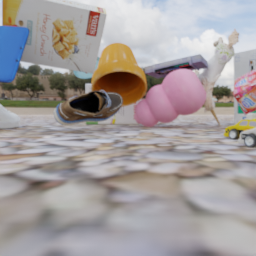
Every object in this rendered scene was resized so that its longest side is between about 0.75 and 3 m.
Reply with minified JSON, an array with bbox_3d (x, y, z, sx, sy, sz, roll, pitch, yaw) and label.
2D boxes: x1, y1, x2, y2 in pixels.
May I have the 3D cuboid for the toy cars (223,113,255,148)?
[{"bbox_3d":[2.107,0.013,4.307,0.947,0.468,2.112,0,3,8],"label":"toy cars"}]

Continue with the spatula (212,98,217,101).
[{"bbox_3d":[2.514,-1.102,10.070,1.196,0.096,0.832,3,24,1],"label":"spatula"}]

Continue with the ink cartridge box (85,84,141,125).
[{"bbox_3d":[-0.576,-0.923,11.086,2.153,1.559,0.904,0,3,-2],"label":"ink cartridge box"}]

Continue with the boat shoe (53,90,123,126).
[{"bbox_3d":[-0.778,-0.528,6.795,1.972,0.713,0.714,-23,-6,-42],"label":"boat shoe"}]

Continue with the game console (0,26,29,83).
[{"bbox_3d":[-2.882,-1.496,6.235,0.850,1.437,1.227,19,-25,-24],"label":"game console"}]

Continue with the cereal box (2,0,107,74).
[{"bbox_3d":[-1.831,-2.319,6.917,2.334,1.679,0.461,6,40,-16],"label":"cereal box"}]

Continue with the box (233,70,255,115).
[{"bbox_3d":[3.289,-0.985,7.550,0.633,0.661,1.325,-27,14,32],"label":"box"}]

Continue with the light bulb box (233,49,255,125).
[{"bbox_3d":[5.356,-1.440,10.357,2.650,2.673,1.668,-2,2,-36],"label":"light bulb box"}]

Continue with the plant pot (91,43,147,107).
[{"bbox_3d":[-0.325,-1.779,8.916,1.691,1.548,1.691,-4,-33,-2],"label":"plant pot"}]

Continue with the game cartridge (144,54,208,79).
[{"bbox_3d":[1.549,-1.925,8.989,1.810,0.347,1.173,-8,2,26],"label":"game cartridge"}]

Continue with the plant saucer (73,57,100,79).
[{"bbox_3d":[-1.628,-2.463,11.529,1.272,1.272,0.174,1,-31,15],"label":"plant saucer"}]

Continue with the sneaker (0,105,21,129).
[{"bbox_3d":[-3.881,-0.513,8.105,0.960,1.116,2.636,-2,2,2],"label":"sneaker"}]

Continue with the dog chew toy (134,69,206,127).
[{"bbox_3d":[1.220,-0.810,8.767,2.313,1.440,1.440,-30,-6,16],"label":"dog chew toy"}]

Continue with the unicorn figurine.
[{"bbox_3d":[2.889,-1.845,9.475,1.079,2.922,2.007,12,26,3],"label":"unicorn figurine"}]
